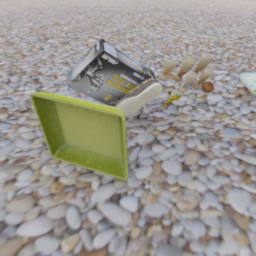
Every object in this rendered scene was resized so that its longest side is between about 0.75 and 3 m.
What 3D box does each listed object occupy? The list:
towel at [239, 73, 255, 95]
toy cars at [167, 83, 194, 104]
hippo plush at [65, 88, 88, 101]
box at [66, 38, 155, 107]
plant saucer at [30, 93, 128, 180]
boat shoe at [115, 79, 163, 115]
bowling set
[{"bbox_3d":[7.279,-2.383,14.887,2.204,0.531,1.887,-2,32,-2],"label":"towel"},{"bbox_3d":[2.351,-1.652,12.757,0.673,1.502,0.333,8,50,-49],"label":"toy cars"},{"bbox_3d":[-2.277,-0.833,12.286,1.126,1.115,1.400,9,32,-51],"label":"hippo plush"},{"bbox_3d":[-0.667,-1.992,11.367,2.908,2.303,0.703,24,44,-38],"label":"box"},{"bbox_3d":[-1.257,0.155,8.542,2.876,2.872,0.689,14,48,16],"label":"plant saucer"},{"bbox_3d":[0.334,-1.219,11.043,2.097,0.753,0.624,-32,45,10],"label":"boat shoe"},{"bbox_3d":[2.538,-1.881,11.396,2.534,1.360,1.764,-12,67,-27],"label":"bowling set"}]
